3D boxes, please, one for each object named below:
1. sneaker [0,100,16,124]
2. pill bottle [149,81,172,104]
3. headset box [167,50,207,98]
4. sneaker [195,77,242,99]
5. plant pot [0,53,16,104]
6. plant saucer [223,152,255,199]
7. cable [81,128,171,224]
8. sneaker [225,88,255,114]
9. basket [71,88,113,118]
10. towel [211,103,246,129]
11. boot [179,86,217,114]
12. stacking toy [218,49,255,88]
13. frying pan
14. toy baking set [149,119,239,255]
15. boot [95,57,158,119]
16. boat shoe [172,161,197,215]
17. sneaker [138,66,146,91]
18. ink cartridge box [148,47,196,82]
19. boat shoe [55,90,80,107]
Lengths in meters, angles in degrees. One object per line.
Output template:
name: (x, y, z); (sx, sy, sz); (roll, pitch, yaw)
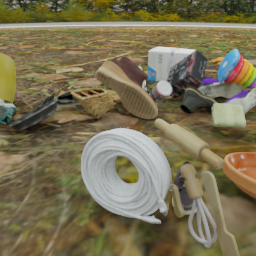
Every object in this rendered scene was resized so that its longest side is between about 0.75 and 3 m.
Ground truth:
sneaker: (-3.904, -0.418, 8.813); (0.571, 0.671, 1.471); (-21, -4, 0)
pill bottle: (1.039, -1.150, 9.424); (0.530, 0.530, 0.914); (-12, -13, -23)
headset box: (2.201, -2.014, 10.503); (0.637, 1.650, 1.228); (30, 60, -22)
sneaker: (3.419, -1.686, 11.197); (2.276, 0.791, 1.132); (-9, 33, -19)
plant pot: (-4.641, -1.321, 9.349); (2.075, 1.473, 2.075); (-23, -12, -5)
plant saucer: (3.185, 1.068, 5.268); (2.720, 0.439, 2.720); (8, 11, -2)
cable: (-0.046, 0.763, 4.816); (1.586, 1.587, 0.549); (2, 18, 27)
sneaker: (3.737, -0.821, 9.593); (1.711, 0.595, 0.851); (-25, 10, -20)
basket: (-1.125, -1.009, 9.063); (0.874, 0.912, 1.225); (-45, 31, -9)
towel: (2.925, -0.388, 8.199); (0.931, 0.229, 1.255); (3, 33, 15)
boot: (2.419, -0.686, 9.556); (1.383, 0.536, 0.957); (30, 59, 0)
stacking toy: (4.296, -1.823, 10.032); (1.964, 1.140, 1.078); (27, 37, -5)
frying pan: (-2.970, -0.477, 9.007); (1.593, 0.429, 2.633); (-30, 15, -10)
toy baking set: (0.990, 0.916, 4.590); (0.274, 1.808, 2.356); (-15, 28, -27)
boot: (0.312, -1.563, 9.879); (2.603, 0.942, 2.165); (39, 37, 7)
boat shoe: (1.146, 1.151, 5.600); (0.520, 0.468, 1.445); (-2, 20, 15)
sneaker: (0.244, -1.725, 11.181); (0.927, 0.977, 2.427); (3, 26, 5)
ink cartridge box: (2.087, -2.997, 13.334); (1.946, 1.433, 1.408); (12, 27, 21)
boat shoe: (-1.925, -1.094, 10.008); (1.381, 0.440, 0.488); (-21, 77, -28)
